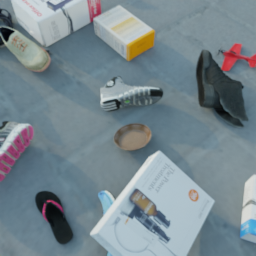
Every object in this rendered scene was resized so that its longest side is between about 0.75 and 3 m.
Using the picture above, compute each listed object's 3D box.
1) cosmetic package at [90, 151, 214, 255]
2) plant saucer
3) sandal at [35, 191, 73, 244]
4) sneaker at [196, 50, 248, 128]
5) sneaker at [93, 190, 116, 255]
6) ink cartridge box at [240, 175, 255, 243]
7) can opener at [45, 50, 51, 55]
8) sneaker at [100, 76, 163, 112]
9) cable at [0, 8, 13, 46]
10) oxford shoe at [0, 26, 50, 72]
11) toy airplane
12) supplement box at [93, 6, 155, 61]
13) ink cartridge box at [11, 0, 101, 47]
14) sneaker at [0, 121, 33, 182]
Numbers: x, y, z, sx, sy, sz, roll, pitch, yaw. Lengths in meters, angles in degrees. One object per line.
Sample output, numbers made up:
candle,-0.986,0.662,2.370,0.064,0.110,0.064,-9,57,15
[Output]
cosmetic package,0.681,2.127,6.705,1.955,0.670,2.593,43,57,-2
plant saucer,0.143,0.313,8.522,1.154,0.211,1.154,-8,42,7
sandal,-1.941,2.263,7.332,0.596,0.358,1.587,-30,62,-18
sneaker,3.133,-1.400,9.408,1.469,0.846,2.817,7,60,-2
sneaker,-0.510,2.464,6.988,0.849,0.739,1.887,-16,59,-5
ink cartridge box,3.639,2.163,7.204,1.175,0.679,1.610,15,59,9
can opener,-3.416,-2.823,10.676,0.951,0.250,0.316,-7,93,-3
sneaker,0.045,-1.339,9.393,2.109,0.791,1.218,-10,55,-6
cable,-5.511,-3.966,11.182,1.774,0.552,2.174,-14,59,-8
oxford shoe,-3.800,-2.830,10.028,2.599,0.959,0.920,34,87,28
toy airplane,4.152,-2.628,10.476,1.644,0.302,1.644,-1,59,1
supplement box,-0.173,-3.695,10.860,1.338,0.781,2.124,-35,64,-20
ink cartridge box,-2.867,-4.873,11.356,2.885,1.216,2.088,-38,65,-21
sneaker,-3.846,0.724,8.038,1.058,0.892,2.420,22,63,24
